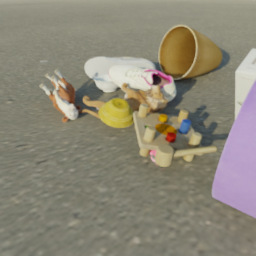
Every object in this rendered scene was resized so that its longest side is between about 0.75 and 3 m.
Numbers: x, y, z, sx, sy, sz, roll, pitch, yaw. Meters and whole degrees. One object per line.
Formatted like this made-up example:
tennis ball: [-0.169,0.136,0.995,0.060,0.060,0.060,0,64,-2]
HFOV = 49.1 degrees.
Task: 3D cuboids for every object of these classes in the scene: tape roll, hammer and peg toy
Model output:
tape roll: [2.631,0.330,5.201,1.131,2.661,2.661,24,38,28]
hammer and peg toy: [1.047,0.300,6.993,1.682,0.806,2.287,7,31,-11]

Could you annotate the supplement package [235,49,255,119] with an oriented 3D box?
supplement package: [3.528,-0.979,7.383,1.047,1.792,1.051,22,58,35]

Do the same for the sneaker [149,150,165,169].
sneaker: [0.742,0.696,6.928,0.374,0.451,0.945,-27,21,12]

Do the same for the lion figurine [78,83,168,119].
lion figurine: [-0.151,-0.658,8.913,2.646,0.959,1.620,-29,47,-18]

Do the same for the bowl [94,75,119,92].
bowl: [-0.743,-1.700,10.819,1.130,0.508,1.130,-4,24,2]

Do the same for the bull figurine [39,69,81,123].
bull figurine: [-2.190,-1.099,9.240,0.740,1.380,2.273,-32,25,2]

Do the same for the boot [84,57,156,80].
boot: [-0.269,-2.489,11.961,2.938,1.080,1.404,6,17,7]

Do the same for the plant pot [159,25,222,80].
plant pot: [2.875,-3.121,12.059,2.320,2.162,2.162,-4,27,-36]

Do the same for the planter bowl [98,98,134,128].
planter bowl: [-0.289,-0.534,8.082,1.088,0.453,1.088,9,43,-9]

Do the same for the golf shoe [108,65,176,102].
golf shoe: [0.478,-1.748,9.644,2.524,1.155,0.951,19,75,10]
